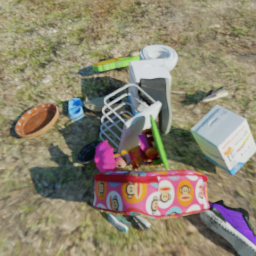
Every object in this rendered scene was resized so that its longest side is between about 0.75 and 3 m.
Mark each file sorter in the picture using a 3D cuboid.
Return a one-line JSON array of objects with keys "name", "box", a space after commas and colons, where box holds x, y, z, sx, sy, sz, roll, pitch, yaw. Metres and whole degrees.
[{"name": "file sorter", "box": [-0.068, -0.234, 10.249, 1.590, 2.292, 1.427, -34, 67, -28]}]

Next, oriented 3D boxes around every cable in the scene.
[{"name": "cable", "box": [1.582, -3.651, 14.844, 2.037, 0.705, 2.036, -18, 47, -18]}]

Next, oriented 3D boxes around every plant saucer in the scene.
[{"name": "plant saucer", "box": [-3.682, -0.282, 11.444, 1.908, 0.308, 1.908, -15, 40, 13]}]

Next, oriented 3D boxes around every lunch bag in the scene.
[{"name": "lunch bag", "box": [0.556, 1.852, 8.112, 2.988, 2.632, 1.224, 8, 77, -37]}]

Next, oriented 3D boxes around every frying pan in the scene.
[{"name": "frying pan", "box": [-1.052, 0.849, 10.313, 1.888, 0.307, 1.142, -14, 35, 24]}]

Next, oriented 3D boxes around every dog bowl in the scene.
[{"name": "dog bowl", "box": [-2.332, -0.855, 12.384, 0.662, 0.295, 1.188, -5, 50, -6]}]

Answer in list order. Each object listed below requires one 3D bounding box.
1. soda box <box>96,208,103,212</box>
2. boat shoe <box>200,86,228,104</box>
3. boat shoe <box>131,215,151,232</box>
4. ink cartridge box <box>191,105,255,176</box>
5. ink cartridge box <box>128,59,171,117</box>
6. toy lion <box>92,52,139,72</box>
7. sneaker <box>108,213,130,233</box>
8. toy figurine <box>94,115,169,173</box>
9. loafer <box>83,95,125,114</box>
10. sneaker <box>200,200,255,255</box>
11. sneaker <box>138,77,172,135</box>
[{"name": "soda box", "box": [-0.719, 2.363, 9.241, 0.276, 0.261, 0.815, 18, 46, 39]}, {"name": "boat shoe", "box": [3.775, -1.482, 12.479, 1.554, 0.559, 0.503, -20, 91, -25]}, {"name": "boat shoe", "box": [0.270, 2.860, 8.778, 0.985, 0.348, 0.313, 30, 82, 44]}, {"name": "ink cartridge box", "box": [3.310, 0.425, 9.665, 1.349, 1.832, 1.325, -44, 40, -5]}, {"name": "ink cartridge box", "box": [0.867, -1.673, 11.992, 1.493, 2.027, 1.466, -7, 46, -7]}, {"name": "toy lion", "box": [-0.681, -3.194, 13.857, 2.044, 0.702, 1.959, 7, 29, 41]}, {"name": "sneaker", "box": [-0.276, 2.929, 8.814, 0.835, 0.324, 0.381, 33, 38, 24]}, {"name": "toy figurine", "box": [0.039, 0.864, 9.170, 2.227, 2.419, 1.816, -17, 66, 7]}, {"name": "loafer", "box": [-1.016, -1.113, 12.242, 1.864, 0.636, 0.705, 7, 39, -8]}, {"name": "sneaker", "box": [3.388, 2.979, 8.364, 1.132, 0.791, 2.275, -32, 54, -28]}, {"name": "sneaker", "box": [0.929, -0.796, 10.271, 1.126, 0.793, 2.121, -1, 81, -11]}]
